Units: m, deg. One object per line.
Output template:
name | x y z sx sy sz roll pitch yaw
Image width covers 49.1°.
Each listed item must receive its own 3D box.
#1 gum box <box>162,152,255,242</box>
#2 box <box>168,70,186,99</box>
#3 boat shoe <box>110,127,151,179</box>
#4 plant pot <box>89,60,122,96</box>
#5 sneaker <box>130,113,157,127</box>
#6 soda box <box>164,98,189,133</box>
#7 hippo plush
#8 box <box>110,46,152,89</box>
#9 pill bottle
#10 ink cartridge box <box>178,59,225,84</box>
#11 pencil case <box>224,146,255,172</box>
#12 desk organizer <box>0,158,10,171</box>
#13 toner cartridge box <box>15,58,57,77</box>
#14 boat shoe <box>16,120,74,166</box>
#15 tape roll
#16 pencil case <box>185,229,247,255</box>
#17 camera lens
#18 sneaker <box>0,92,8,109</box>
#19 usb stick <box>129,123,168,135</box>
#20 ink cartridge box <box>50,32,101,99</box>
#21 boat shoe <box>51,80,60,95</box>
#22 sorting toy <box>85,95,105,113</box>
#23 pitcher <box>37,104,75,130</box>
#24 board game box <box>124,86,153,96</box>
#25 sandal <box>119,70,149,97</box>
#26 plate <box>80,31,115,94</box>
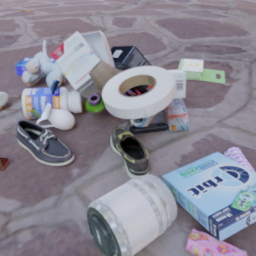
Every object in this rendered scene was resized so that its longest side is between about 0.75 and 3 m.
gum box | 2.538 1.732 7.879 2.166 0.568 2.549 -19 24 -19
box | 1.586 -1.631 10.529 1.000 0.995 0.653 -6 19 -12
boat shoe | 0.055 0.644 9.901 0.977 0.826 2.742 -11 35 -17
plant pot | -0.847 -1.871 10.335 1.202 1.043 1.202 -40 23 21
sneaker | 0.739 -0.779 10.120 0.730 2.016 0.724 -4 46 -40
soda box | 1.967 -0.876 12.083 0.808 0.869 2.541 -9 35 4
hippo plush | -4.266 -2.872 14.850 1.921 1.903 2.390 28 48 -12
box | 0.052 -2.759 12.760 0.999 1.747 1.919 -56 34 -8
pill bottle | -3.218 -1.071 12.048 2.340 1.311 1.311 -4 34 -5
ink cartridge box | 4.212 -3.280 16.025 2.608 0.625 1.897 7 34 13
pencil case | 3.679 1.301 9.164 0.650 0.662 1.548 -38 29 19
desk organizer | -4.802 1.090 9.540 1.304 0.502 0.468 3 34 5
toner cartridge box | -4.842 -3.544 16.344 2.961 0.639 1.407 3 34 4
boat shoe | -3.102 0.491 10.089 2.790 0.875 1.014 23 40 31
tape roll | 0.316 -1.158 8.777 2.319 0.424 2.319 -10 40 9
pencil case | 2.101 2.958 6.708 1.399 0.612 0.612 16 37 22
camera lens | 0.061 2.192 6.950 1.919 1.535 1.535 -24 40 -31
sneaker | -6.243 -0.855 12.409 0.764 0.757 2.107 -20 22 46
usb stick | 0.826 0.016 11.100 1.663 0.271 0.461 -7 28 -28
ink cartridge box | -1.875 -2.540 11.733 1.511 1.504 2.079 -36 73 5
boat shoe | -2.833 -1.549 10.914 0.265 0.771 0.325 -3 65 -29
sorting toy | -0.915 -1.170 11.102 1.716 0.705 1.031 3 53 12
pitcher | -2.858 -0.286 11.078 1.257 1.078 0.762 26 27 -42
board game box | 0.935 -1.833 13.974 1.943 0.435 1.306 20 39 27
sandal | 0.165 -1.651 12.116 1.056 0.634 2.811 18 -5 27
plate | -1.341 -2.892 12.701 0.466 2.884 2.878 -28 26 -26
